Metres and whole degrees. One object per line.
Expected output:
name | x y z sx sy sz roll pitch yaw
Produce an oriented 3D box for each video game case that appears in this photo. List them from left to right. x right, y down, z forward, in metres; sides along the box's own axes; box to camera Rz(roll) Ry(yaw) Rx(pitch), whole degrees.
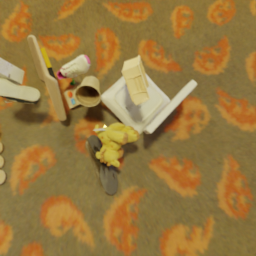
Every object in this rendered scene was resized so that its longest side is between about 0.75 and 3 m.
video game case | 1.480 -0.683 10.485 0.278 2.133 2.343 43 89 2

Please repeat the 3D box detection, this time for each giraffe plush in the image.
giraffe plush | -0.529 0.655 10.055 1.658 1.431 1.345 -2 108 -24

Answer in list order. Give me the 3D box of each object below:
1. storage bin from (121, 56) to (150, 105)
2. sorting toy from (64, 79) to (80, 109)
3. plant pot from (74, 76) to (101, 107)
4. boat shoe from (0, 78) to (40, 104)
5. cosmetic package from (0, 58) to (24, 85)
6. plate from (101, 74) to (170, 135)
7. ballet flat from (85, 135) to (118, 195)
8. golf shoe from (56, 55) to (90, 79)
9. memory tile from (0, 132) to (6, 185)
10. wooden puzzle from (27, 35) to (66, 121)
storage bin | 0.306 -1.662 9.781 0.627 1.339 1.329 -17 114 10
sorting toy | -2.318 -1.479 11.767 0.848 0.169 1.147 -26 77 11
plant pot | -1.411 -1.401 10.191 0.941 0.941 0.861 3 42 1
boat shoe | -4.059 -1.252 9.761 1.902 0.588 0.712 10 65 -18
cosmetic package | -4.167 -1.934 9.730 0.388 1.049 0.533 -3 74 30
plate | 0.383 -1.170 11.472 2.233 0.361 2.228 -45 99 -14
ballet flat | -1.094 1.448 10.867 0.826 0.568 2.452 -11 71 -44
golf shoe | -2.099 -2.236 10.691 0.788 1.722 0.649 -34 100 -41
memory tile | -5.852 1.262 11.074 1.870 0.205 2.440 -14 70 -5
wooden puzzle | -3.030 -1.891 10.769 0.488 2.423 2.619 -23 59 -17
